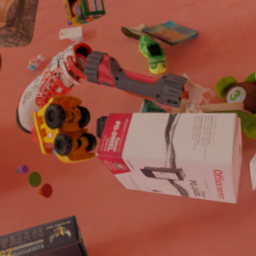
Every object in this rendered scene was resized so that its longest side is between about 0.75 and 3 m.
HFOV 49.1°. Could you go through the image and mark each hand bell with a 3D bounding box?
[{"bbox_3d":[-2.699,-1.824,5.652,0.824,1.582,0.824,3,14,-1],"label":"hand bell"}]

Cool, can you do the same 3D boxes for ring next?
[{"bbox_3d":[0.919,-1.258,9.007,2.617,0.251,2.617,9,19,-3],"label":"ring"}]

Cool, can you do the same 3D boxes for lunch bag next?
[{"bbox_3d":[-3.640,-3.574,7.581,1.669,2.009,2.395,5,82,16],"label":"lunch bag"}]

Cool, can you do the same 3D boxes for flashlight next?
[{"bbox_3d":[0.149,-1.032,5.712,2.033,0.688,0.691,15,35,12],"label":"flashlight"}]

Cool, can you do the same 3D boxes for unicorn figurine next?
[{"bbox_3d":[1.404,-0.635,5.770,0.779,0.419,1.134,25,53,-20],"label":"unicorn figurine"}]

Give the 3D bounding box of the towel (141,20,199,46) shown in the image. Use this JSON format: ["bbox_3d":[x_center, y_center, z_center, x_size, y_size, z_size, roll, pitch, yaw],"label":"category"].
[{"bbox_3d":[1.837,-4.085,11.953,1.683,0.249,2.295,32,42,24],"label":"towel"}]

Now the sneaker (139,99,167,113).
[{"bbox_3d":[0.774,-0.547,8.486,0.622,0.605,1.562,19,6,25],"label":"sneaker"}]

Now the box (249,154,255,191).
[{"bbox_3d":[4.767,1.019,6.898,2.896,1.689,0.871,9,49,6],"label":"box"}]

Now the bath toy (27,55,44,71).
[{"bbox_3d":[-3.618,-2.584,10.980,0.308,0.362,0.832,-12,38,38],"label":"bath toy"}]

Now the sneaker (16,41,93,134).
[{"bbox_3d":[-1.740,-1.080,6.912,1.396,0.870,2.605,-11,46,46],"label":"sneaker"}]

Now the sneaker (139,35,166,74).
[{"bbox_3d":[1.017,-3.071,10.957,0.838,0.945,2.262,-11,49,-8],"label":"sneaker"}]

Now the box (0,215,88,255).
[{"bbox_3d":[-1.976,2.601,5.427,2.307,1.819,0.589,-13,50,-12],"label":"box"}]

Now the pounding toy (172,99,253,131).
[{"bbox_3d":[2.353,0.025,7.851,1.935,2.507,1.163,8,86,30],"label":"pounding toy"}]

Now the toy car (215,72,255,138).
[{"bbox_3d":[4.164,-1.477,8.371,2.156,2.733,2.245,-11,50,-10],"label":"toy car"}]

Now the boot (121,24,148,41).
[{"bbox_3d":[0.340,-4.347,12.430,1.148,0.414,0.888,29,55,16],"label":"boot"}]

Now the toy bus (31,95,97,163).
[{"bbox_3d":[-1.444,0.164,5.760,1.287,0.910,1.341,-23,78,30],"label":"toy bus"}]

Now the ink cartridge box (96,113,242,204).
[{"bbox_3d":[0.725,0.475,4.470,1.976,1.435,0.824,2,58,25],"label":"ink cartridge box"}]

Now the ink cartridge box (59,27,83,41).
[{"bbox_3d":[-2.510,-4.103,12.376,0.992,0.249,0.804,-10,50,1],"label":"ink cartridge box"}]

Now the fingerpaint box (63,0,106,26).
[{"bbox_3d":[-1.521,-4.355,8.682,0.740,2.016,1.682,-17,16,-25],"label":"fingerpaint box"}]

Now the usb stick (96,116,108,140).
[{"bbox_3d":[0.438,0.061,8.380,2.777,0.770,0.453,3,17,3],"label":"usb stick"}]

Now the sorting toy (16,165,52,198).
[{"bbox_3d":[-1.940,1.109,5.693,0.310,0.899,0.312,-18,33,30],"label":"sorting toy"}]
